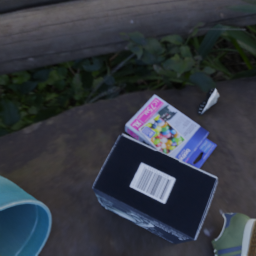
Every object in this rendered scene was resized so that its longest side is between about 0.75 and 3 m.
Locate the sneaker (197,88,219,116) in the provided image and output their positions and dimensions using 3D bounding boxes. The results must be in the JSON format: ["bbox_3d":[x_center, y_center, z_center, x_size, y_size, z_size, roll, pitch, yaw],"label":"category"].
[{"bbox_3d":[2.901,-0.878,10.020,0.439,0.410,1.108,41,80,-22],"label":"sneaker"}]

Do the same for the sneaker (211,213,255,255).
[{"bbox_3d":[2.825,3.537,7.808,1.082,0.808,2.410,13,84,48],"label":"sneaker"}]

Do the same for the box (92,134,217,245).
[{"bbox_3d":[0.621,1.781,7.573,2.609,2.565,1.617,24,69,11],"label":"box"}]

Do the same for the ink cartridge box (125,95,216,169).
[{"bbox_3d":[1.448,0.251,9.391,2.743,0.576,1.637,38,70,14],"label":"ink cartridge box"}]

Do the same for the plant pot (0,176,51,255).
[{"bbox_3d":[-4.048,2.394,7.303,2.772,2.950,2.950,31,68,30],"label":"plant pot"}]
